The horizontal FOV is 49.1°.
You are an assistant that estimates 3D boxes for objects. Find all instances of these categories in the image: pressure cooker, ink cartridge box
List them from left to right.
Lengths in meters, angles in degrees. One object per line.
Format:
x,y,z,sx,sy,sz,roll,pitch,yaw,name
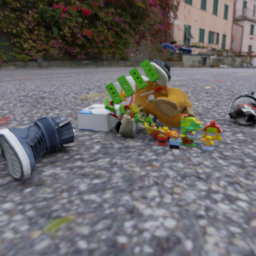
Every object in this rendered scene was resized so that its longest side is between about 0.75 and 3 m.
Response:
-1.122,-0.447,11.436,1.257,0.732,1.739,4,16,15,ink cartridge box
5.011,-0.772,11.597,1.320,1.300,1.478,34,34,31,pressure cooker

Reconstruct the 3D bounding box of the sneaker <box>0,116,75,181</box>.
-2.329,0.405,7.684,2.106,1.108,2.915,-12,18,-28,sneaker

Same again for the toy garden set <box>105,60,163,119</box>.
0.319,-1.283,9.874,1.802,1.502,0.360,-31,-14,1,toy garden set

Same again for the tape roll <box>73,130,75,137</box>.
-2.444,0.229,10.021,1.086,0.198,1.086,1,16,0,tape roll

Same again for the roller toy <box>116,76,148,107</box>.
0.258,-1.701,14.029,1.336,1.744,1.912,-12,19,-36,roller toy

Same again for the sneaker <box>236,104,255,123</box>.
3.797,-0.447,8.858,0.524,0.379,1.072,-36,34,-11,sneaker

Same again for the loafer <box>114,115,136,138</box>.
-0.194,-0.161,10.491,0.645,0.696,1.851,1,15,-13,loafer

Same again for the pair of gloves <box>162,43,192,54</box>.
1.952,-3.119,11.042,1.165,0.133,0.937,16,4,43,pair of gloves

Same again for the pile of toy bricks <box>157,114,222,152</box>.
1.915,0.068,9.058,2.075,1.025,1.151,7,17,22,pile of toy bricks

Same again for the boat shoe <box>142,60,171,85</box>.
1.220,-2.188,10.622,0.750,0.845,2.261,-25,19,-8,boat shoe

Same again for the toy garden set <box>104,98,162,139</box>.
0.222,-0.442,10.003,2.178,0.435,1.815,23,19,-12,toy garden set

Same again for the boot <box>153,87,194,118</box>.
1.621,-1.062,10.609,1.964,0.691,1.406,18,40,-30,boot

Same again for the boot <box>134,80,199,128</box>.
1.549,-1.083,11.450,2.727,1.952,0.959,4,17,14,boot
